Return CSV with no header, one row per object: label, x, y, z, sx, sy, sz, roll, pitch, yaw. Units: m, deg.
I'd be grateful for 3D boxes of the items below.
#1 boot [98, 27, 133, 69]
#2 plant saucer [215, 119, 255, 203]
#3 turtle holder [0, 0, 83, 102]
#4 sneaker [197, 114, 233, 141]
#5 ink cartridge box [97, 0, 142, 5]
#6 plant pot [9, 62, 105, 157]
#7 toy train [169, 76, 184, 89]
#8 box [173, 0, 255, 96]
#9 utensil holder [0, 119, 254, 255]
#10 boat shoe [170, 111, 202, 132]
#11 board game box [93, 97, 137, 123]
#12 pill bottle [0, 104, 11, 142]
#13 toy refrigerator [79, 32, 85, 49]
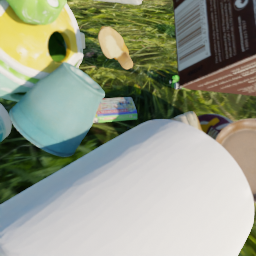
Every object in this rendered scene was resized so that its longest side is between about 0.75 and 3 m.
boot,-0.238,-1.110,3.512,0.280,0.797,0.571,-35,60,9
plant saucer,2.537,0.651,5.617,1.712,0.275,1.712,-1,68,4
turtle holder,-1.607,-1.510,4.328,1.886,2.655,2.018,39,40,-10
sneaker,2.198,0.242,6.456,0.841,0.699,1.866,-22,39,-39
ink cartridge box,-0.466,-3.177,5.042,2.081,1.687,0.522,18,-7,22
plant pot,-0.876,-0.314,3.808,1.035,0.972,1.035,38,12,-9
toy train,2.365,-1.548,9.422,1.952,0.407,0.550,-7,45,-10
box,2.431,-1.860,5.354,2.436,2.021,2.000,0,-8,-27
utensil holder,-0.129,1.416,3.270,2.385,2.385,2.807,27,40,34
boat shoe,1.258,0.574,5.936,0.845,0.900,2.442,-12,34,6
board game box,-0.549,-0.524,8.035,1.478,0.215,0.995,-5,34,-8
pill bottle,-3.678,0.286,5.898,1.263,1.263,2.280,11,37,16
toy refrigerator,-2.996,-4.203,13.019,2.112,0.739,0.802,27,43,35
